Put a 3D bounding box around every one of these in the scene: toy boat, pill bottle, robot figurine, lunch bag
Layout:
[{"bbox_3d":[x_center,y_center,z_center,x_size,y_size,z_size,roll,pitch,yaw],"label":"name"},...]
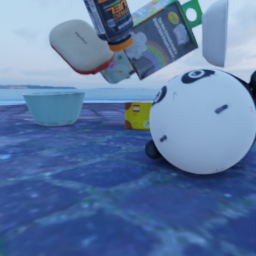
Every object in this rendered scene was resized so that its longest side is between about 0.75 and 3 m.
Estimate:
[{"bbox_3d":[-1.979,-3.114,11.764,1.916,2.936,1.919,-34,-22,-23],"label":"toy boat"},{"bbox_3d":[-0.487,-2.982,7.196,1.047,1.971,1.047,-14,39,12],"label":"pill bottle"},{"bbox_3d":[1.480,-0.200,5.097,1.744,2.099,2.794,21,16,25],"label":"robot figurine"},{"bbox_3d":[-0.708,-3.302,12.987,2.072,2.583,0.996,-28,34,20],"label":"lunch bag"}]

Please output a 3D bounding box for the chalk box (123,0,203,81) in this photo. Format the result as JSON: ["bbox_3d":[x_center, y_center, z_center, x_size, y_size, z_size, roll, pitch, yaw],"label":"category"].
[{"bbox_3d":[1.058,-3.068,8.914,2.677,1.666,1.657,-29,31,9],"label":"chalk box"}]

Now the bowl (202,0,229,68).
[{"bbox_3d":[2.522,-2.733,8.083,0.665,1.783,1.780,2,29,21],"label":"bowl"}]

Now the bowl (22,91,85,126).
[{"bbox_3d":[-2.948,-0.804,11.398,2.478,1.296,2.478,-1,9,0],"label":"bowl"}]

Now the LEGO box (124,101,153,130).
[{"bbox_3d":[1.390,-0.490,10.372,2.544,0.982,1.895,3,8,24],"label":"LEGO box"}]
